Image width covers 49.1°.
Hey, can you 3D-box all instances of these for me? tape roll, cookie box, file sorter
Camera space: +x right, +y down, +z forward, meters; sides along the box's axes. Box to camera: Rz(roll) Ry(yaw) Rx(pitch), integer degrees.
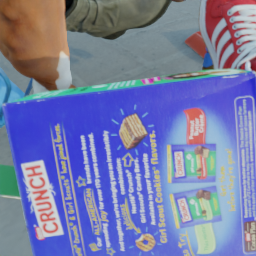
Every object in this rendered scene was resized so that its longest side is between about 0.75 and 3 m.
[{"bbox_3d":[-1.101,0.622,2.978,1.123,1.123,0.270,5,73,6],"label":"tape roll"},{"bbox_3d":[0.066,0.331,2.061,1.577,1.349,0.592,-6,11,4],"label":"cookie box"},{"bbox_3d":[-2.990,-0.573,4.206,1.906,1.685,2.747,44,53,-7],"label":"file sorter"}]

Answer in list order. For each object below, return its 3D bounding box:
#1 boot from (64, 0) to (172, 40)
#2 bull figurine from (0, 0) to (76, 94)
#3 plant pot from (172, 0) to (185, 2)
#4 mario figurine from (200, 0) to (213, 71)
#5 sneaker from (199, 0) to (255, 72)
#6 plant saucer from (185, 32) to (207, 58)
[{"bbox_3d":[-0.437,-2.390,5.568,1.636,0.848,2.505,-10,-2,-40],"label":"boot"},{"bbox_3d":[-1.220,-1.124,3.314,1.397,2.302,0.750,35,59,6],"label":"bull figurine"},{"bbox_3d":[1.183,-3.710,7.290,0.908,0.908,0.898,30,26,30],"label":"plant pot"},{"bbox_3d":[2.080,-2.378,5.566,1.417,2.674,1.650,-6,31,12],"label":"mario figurine"},{"bbox_3d":[1.107,-0.726,2.469,0.680,1.909,1.074,-3,-2,-2],"label":"sneaker"},{"bbox_3d":[3.827,-2.993,10.111,2.650,0.486,2.645,-13,43,-14],"label":"plant saucer"}]
